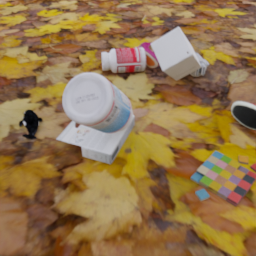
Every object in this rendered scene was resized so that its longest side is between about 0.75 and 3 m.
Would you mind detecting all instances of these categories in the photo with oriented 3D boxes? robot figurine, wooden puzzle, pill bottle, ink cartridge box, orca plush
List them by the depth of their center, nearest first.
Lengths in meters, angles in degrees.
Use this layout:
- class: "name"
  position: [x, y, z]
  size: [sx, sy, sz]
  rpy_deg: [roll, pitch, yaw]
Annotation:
- class: "pill bottle"
  position: [-0.608, -0.499, 7.052]
  size: [1.199, 2.204, 1.199]
  rpy_deg: [-3, 80, 16]
- class: "wooden puzzle"
  position: [2.548, 1.255, 7.340]
  size: [1.293, 0.153, 2.180]
  rpy_deg: [30, 47, 32]
- class: "ink cartridge box"
  position: [-0.923, 0.119, 8.547]
  size: [1.711, 0.429, 1.972]
  rpy_deg: [13, 41, 17]
- class: "orca plush"
  position: [-3.182, -0.235, 8.923]
  size: [0.737, 0.498, 1.401]
  rpy_deg: [-2, 39, -2]
- class: "robot figurine"
  position: [2.772, -2.673, 11.745]
  size: [1.158, 0.771, 1.366]
  rpy_deg: [-5, 39, -8]
- class: "pill bottle"
  position: [-0.206, -2.827, 11.752]
  size: [1.769, 0.993, 0.993]
  rpy_deg: [-5, 39, -8]

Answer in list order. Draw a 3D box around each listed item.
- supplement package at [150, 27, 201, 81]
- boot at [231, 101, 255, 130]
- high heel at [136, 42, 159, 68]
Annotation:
- class: "supplement package"
  position: [1.829, -2.672, 10.414]
  size: [1.174, 1.160, 1.937]
  rpy_deg: [-26, -11, 20]
- class: "boot"
  position: [4.479, -0.542, 9.165]
  size: [2.047, 0.741, 1.477]
  rpy_deg: [24, 44, 16]
- class: "high heel"
  position: [1.112, -3.347, 12.610]
  size: [1.100, 0.772, 2.293]
  rpy_deg: [-25, 31, -13]
